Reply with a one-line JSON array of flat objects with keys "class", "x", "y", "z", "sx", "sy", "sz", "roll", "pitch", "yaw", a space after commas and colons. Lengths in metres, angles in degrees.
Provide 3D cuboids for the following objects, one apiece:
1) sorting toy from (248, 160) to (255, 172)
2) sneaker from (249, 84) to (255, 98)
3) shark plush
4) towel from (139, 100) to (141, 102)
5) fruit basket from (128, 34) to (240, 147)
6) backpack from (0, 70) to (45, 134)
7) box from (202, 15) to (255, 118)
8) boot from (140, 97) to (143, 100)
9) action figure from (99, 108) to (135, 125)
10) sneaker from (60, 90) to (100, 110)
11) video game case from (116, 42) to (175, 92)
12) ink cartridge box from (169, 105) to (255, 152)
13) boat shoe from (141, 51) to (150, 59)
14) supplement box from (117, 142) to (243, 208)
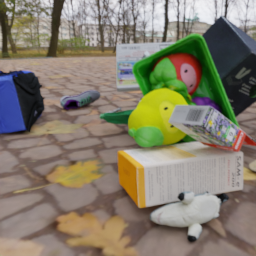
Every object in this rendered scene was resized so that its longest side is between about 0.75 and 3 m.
[{"class": "sorting toy", "x": 3.669, "y": 1.154, "z": 7.059, "sx": 1.516, "sy": 0.203, "sz": 1.130, "roll": -16, "pitch": 28, "yaw": -40}, {"class": "sneaker", "x": 3.934, "y": -1.074, "z": 8.151, "sx": 0.424, "sy": 0.389, "sz": 0.996, "roll": 15, "pitch": -11, "yaw": -19}, {"class": "shark plush", "x": 1.313, "y": 1.463, "z": 5.485, "sx": 1.835, "sy": 0.833, "sz": 0.764, "roll": -20, "pitch": -4, "yaw": -37}, {"class": "towel", "x": 0.831, "y": -0.647, "z": 9.698, "sx": 1.000, "sy": 0.179, "sz": 1.039, "roll": 20, "pitch": 20, "yaw": 0}, {"class": "fruit basket", "x": 1.284, "y": -0.570, "z": 7.028, "sx": 2.238, "sy": 3.102, "sz": 3.102, "roll": -21, "pitch": 9, "yaw": 24}, {"class": "backpack", "x": -4.597, "y": -1.194, "z": 10.975, "sx": 2.273, "sy": 2.201, "sz": 2.709, "roll": -1, "pitch": 19, "yaw": 4}, {"class": "box", "x": 3.151, "y": -1.639, "z": 9.443, "sx": 2.897, "sy": 2.946, "sz": 1.730, "roll": 9, "pitch": 48, "yaw": -43}, {"class": "boot", "x": 1.333, "y": -1.320, "z": 13.883, "sx": 1.513, "sy": 0.569, "sz": 1.131, "roll": 12, "pitch": 26, "yaw": 2}, {"class": "action figure", "x": -0.315, "y": -0.419, "z": 10.254, "sx": 1.523, "sy": 0.899, "sz": 0.416, "roll": 0, "pitch": 47, "yaw": 10}, {"class": "sneaker", "x": -2.261, "y": -1.264, "z": 13.783, "sx": 2.053, "sy": 0.764, "sz": 0.899, "roll": -18, "pitch": 33, "yaw": -17}, {"class": "video game case", "x": 0.882, "y": -2.514, "z": 11.385, "sx": 2.724, "sy": 0.300, "sz": 2.479, "roll": -2, "pitch": 57, "yaw": 0}, {"class": "ink cartridge box", "x": 1.809, "y": 0.130, "z": 5.814, "sx": 1.778, "sy": 0.448, "sz": 0.969, "roll": 31, "pitch": -10, "yaw": -29}, {"class": "boat shoe", "x": 0.484, "y": -1.859, "z": 8.823, "sx": 0.704, "sy": 0.549, "sz": 1.551, "roll": -33, "pitch": -7, "yaw": 3}, {"class": "supplement box", "x": 1.098, "y": 0.940, "z": 6.255, "sx": 2.380, "sy": 0.875, "sz": 1.500, "roll": -6, "pitch": 9, "yaw": -15}]
